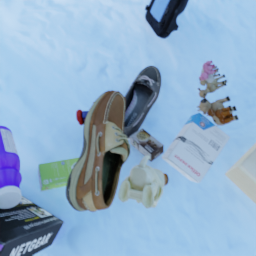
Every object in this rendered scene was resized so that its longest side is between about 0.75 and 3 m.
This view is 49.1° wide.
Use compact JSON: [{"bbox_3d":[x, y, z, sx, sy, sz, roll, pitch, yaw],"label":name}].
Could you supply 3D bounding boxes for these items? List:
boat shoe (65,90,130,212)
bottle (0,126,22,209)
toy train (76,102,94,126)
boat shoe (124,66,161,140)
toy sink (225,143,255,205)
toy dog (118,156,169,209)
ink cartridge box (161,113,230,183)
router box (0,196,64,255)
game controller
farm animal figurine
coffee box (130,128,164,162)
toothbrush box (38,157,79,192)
[{"bbox_3d":[-0.383,0.447,5.676,0.947,0.970,2.563,-2,65,34],"label":"boat shoe"},{"bbox_3d":[-2.773,0.805,6.108,0.870,0.680,2.082,-57,44,18],"label":"bottle"},{"bbox_3d":[-0.896,0.074,7.147,0.826,1.951,1.129,-2,84,-6],"label":"toy train"},{"bbox_3d":[0.367,-0.880,8.291,0.885,0.754,2.647,22,70,9],"label":"boat shoe"},{"bbox_3d":[4.197,0.816,7.215,2.709,1.518,1.766,-42,74,-10],"label":"toy sink"},{"bbox_3d":[0.462,1.364,7.092,0.932,1.336,1.295,-4,81,27],"label":"toy dog"},{"bbox_3d":[1.700,0.513,7.133,1.041,0.606,1.440,38,79,-4],"label":"ink cartridge box"},{"bbox_3d":[-2.865,1.922,5.917,2.163,2.900,0.740,26,83,11],"label":"router box"},{"bbox_3d":[1.091,-3.725,8.390,0.627,1.553,2.978,10,31,-13],"label":"game controller"},{"bbox_3d":[2.002,-0.768,6.780,0.764,1.227,1.519,-21,82,31],"label":"farm animal figurine"},{"bbox_3d":[0.511,0.465,7.778,0.494,0.349,0.874,-33,53,-24],"label":"coffee box"},{"bbox_3d":[-1.547,1.138,6.970,1.290,0.939,0.555,-8,73,-20],"label":"toothbrush box"}]
